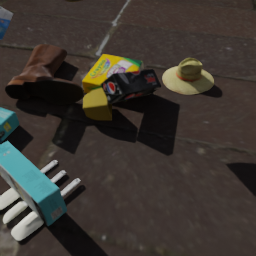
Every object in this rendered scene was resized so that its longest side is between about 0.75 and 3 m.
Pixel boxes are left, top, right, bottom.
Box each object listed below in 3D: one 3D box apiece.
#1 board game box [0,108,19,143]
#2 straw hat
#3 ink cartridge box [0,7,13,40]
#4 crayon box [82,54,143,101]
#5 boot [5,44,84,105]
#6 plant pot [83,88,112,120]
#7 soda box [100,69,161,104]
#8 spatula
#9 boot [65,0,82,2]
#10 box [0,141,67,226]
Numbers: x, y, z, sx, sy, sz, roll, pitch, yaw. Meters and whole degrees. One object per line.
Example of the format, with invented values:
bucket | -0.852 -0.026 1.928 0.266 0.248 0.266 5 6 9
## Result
board game box | -4.383 0.202 7.598 1.661 0.516 2.200 18 48 17
straw hat | 2.097 -1.960 9.564 1.792 0.759 1.792 0 46 0
ink cartridge box | -4.118 -3.274 8.189 1.183 0.495 0.858 23 46 -29
crayon box | -0.478 -1.758 9.522 1.522 0.514 1.764 14 47 14
boot | -2.462 -2.010 9.601 2.610 0.899 2.800 6 42 6
plant pot | -0.920 -0.675 8.297 0.757 0.736 0.740 -7 55 5
soda box | 0.129 -1.280 8.372 1.936 0.613 0.685 -19 82 -48
spatula | -2.102 1.579 6.550 1.297 0.150 1.865 28 51 32
boot | -0.599 -3.237 6.306 1.841 0.695 2.102 -26 13 3
box | -2.271 1.180 6.261 2.096 0.863 0.515 31 52 32
